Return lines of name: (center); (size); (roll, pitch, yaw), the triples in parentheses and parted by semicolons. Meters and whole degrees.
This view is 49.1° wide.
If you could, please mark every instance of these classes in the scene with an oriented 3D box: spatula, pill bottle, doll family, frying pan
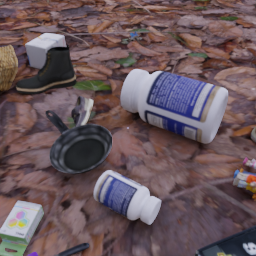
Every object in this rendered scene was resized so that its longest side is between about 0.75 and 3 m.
spatula: (-1.500, 2.558, 5.587); (1.492, 0.153, 0.422); (-11, 24, -16)
pill bottle: (1.316, -0.749, 8.324); (2.846, 1.647, 1.647); (21, 45, 23)
doll family: (3.157, 1.300, 6.852); (0.904, 0.656, 1.456); (18, 25, 30)
pill bottle: (-0.010, 1.571, 6.283); (1.398, 0.776, 0.776); (22, 45, 24)
frying pan: (-1.659, 0.429, 7.525); (2.760, 0.449, 1.669); (14, 50, 30)

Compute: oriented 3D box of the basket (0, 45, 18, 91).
basket: (-4.642, -2.109, 10.294); (1.232, 1.181, 1.654); (-18, 46, -21)

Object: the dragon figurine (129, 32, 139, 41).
dragon figurine: (0.239, -4.527, 13.866); (0.454, 0.269, 0.912); (32, 49, 32)

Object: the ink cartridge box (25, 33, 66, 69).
ink cartridge box: (-3.375, -3.211, 11.731); (0.994, 1.012, 1.374); (16, 42, 18)

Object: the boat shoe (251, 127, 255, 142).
boat shoe: (4.797, -0.397, 8.414); (1.063, 1.007, 2.806); (33, 50, 32)

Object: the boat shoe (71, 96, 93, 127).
boat shoe: (-1.485, -0.417, 8.614); (0.547, 0.607, 1.688); (25, 37, -13)

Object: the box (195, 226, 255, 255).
box: (2.554, 2.973, 4.786); (1.915, 0.554, 2.410); (-14, 42, -16)

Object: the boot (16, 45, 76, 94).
boot: (-3.052, -2.155, 10.112); (2.173, 1.503, 0.842); (-17, 43, -19)

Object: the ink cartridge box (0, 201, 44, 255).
ink cartridge box: (-2.320, 2.133, 5.962); (0.577, 0.329, 1.111); (8, 41, 10)
